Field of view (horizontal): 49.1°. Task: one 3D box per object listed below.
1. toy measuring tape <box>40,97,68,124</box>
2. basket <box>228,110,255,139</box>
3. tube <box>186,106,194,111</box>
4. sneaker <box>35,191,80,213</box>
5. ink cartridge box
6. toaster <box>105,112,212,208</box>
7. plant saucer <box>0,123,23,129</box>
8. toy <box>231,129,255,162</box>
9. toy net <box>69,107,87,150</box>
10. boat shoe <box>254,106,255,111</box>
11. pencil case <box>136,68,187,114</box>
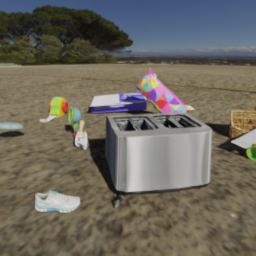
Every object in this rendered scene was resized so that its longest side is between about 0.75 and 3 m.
[{"bbox_3d":[-3.318,-0.882,12.614,0.885,0.885,2.407,3,17,11],"label":"toy measuring tape"},{"bbox_3d":[4.177,-0.075,9.727,1.237,0.922,0.883,5,17,14],"label":"basket"},{"bbox_3d":[2.617,-0.999,13.918,1.291,0.375,0.335,-1,-23,-16],"label":"tube"},{"bbox_3d":[-1.399,1.419,5.508,0.905,0.392,0.339,-2,29,-4],"label":"sneaker"},{"bbox_3d":[-0.448,-1.183,13.758,2.676,0.586,2.701,-4,15,-1],"label":"ink cartridge box"},{"bbox_3d":[0.604,0.548,6.680,2.229,1.462,2.465,-4,17,-9],"label":"toaster"},{"bbox_3d":[-3.976,-0.078,9.313,0.936,0.180,0.936,2,5,0],"label":"plant saucer"},{"bbox_3d":[4.488,0.457,8.516,2.531,0.598,1.458,-18,28,-32],"label":"toy"},{"bbox_3d":[-1.699,0.134,9.162,0.348,0.944,1.800,6,37,-25],"label":"toy net"},{"bbox_3d":[6.349,-0.517,11.609,0.798,0.701,2.241,-12,22,-41],"label":"boat shoe"},{"bbox_3d":[1.350,-1.227,11.379,2.360,1.043,1.043,46,23,-1],"label":"pencil case"}]
